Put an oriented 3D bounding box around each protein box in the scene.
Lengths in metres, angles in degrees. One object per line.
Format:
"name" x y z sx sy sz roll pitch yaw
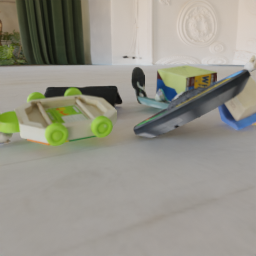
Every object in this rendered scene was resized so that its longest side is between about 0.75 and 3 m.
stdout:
"protein box" 2.359 -1.781 11.495 1.715 1.157 1.703 -15 28 -32

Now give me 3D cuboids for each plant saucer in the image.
"plant saucer" 1.106 -0.853 9.933 1.610 0.221 1.610 12 9 -2

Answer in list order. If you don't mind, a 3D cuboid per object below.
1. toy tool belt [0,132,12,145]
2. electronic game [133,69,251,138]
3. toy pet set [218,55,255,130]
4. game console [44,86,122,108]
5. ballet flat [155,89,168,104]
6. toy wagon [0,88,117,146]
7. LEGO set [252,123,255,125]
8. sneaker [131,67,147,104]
"toy tool belt" -2.858 0.130 6.387 0.482 0.474 0.772 42 17 -12
"electronic game" 1.431 -0.580 6.618 2.912 0.606 2.912 -28 2 1
"toy pet set" 3.804 -0.764 7.695 2.258 2.418 1.284 -24 -23 -5
"game console" -1.542 -0.667 9.659 2.459 1.431 2.163 -1 45 7
"ballet flat" 1.176 -1.056 10.101 0.412 0.412 1.145 5 -9 17
"toy wagon" -1.735 -0.258 6.429 2.820 0.558 2.188 -11 29 -25
"LEGO set" 3.976 -0.300 8.251 0.606 0.491 1.318 -11 20 28
"sneaker" 0.356 -1.691 10.823 0.536 1.421 0.818 -13 24 -5
